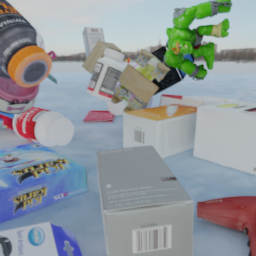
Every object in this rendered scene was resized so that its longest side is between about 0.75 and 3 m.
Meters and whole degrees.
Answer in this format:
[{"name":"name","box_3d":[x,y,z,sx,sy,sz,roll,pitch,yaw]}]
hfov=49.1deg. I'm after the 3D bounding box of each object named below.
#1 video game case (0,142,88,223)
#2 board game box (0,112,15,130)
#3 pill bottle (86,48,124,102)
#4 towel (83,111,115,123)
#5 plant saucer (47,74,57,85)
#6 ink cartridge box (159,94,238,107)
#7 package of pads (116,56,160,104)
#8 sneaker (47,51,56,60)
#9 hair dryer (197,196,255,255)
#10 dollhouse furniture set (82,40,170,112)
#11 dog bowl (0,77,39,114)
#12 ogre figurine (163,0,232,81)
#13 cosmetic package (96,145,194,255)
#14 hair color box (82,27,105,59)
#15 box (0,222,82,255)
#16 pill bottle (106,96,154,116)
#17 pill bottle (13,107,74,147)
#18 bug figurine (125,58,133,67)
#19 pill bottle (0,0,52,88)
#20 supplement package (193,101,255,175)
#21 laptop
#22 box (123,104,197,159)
[{"name":"video game case","box_3d":[-2.814,1.135,6.318,2.865,0.651,2.597,-13,20,-40]},{"name":"board game box","box_3d":[-5.030,-0.364,11.114,2.200,0.542,2.784,25,-5,-41]},{"name":"pill bottle","box_3d":[-0.559,-1.369,7.236,0.691,1.248,0.691,22,7,-3]},{"name":"towel","box_3d":[-1.377,-0.571,13.641,1.411,0.219,1.952,-1,15,1]},{"name":"plant saucer","box_3d":[-3.167,-2.082,10.736,1.157,0.158,1.157,36,-4,3]},{"name":"ink cartridge box","box_3d":[2.951,-0.676,11.527,2.863,1.226,2.113,-6,15,-42]},{"name":"package of pads","box_3d":[0.342,-1.873,10.775,0.673,1.973,1.524,41,1,-17]},{"name":"sneaker","box_3d":[-3.441,-2.811,11.395,0.447,0.412,1.014,-3,24,44]},{"name":"hair dryer","box_3d":[2.056,1.648,4.428,1.775,0.633,2.330,-12,18,-34]},{"name":"dollhouse furniture set","box_3d":[-0.116,-1.712,9.080,2.237,1.961,1.486,40,20,4]},{"name":"dog bowl","box_3d":[-3.099,-1.221,7.389,1.648,1.648,0.608,-17,-13,-48]},{"name":"ogre figurine","box_3d":[2.057,-2.737,8.884,1.656,1.355,2.762,3,-24,-4]},{"name":"cosmetic package","box_3d":[0.138,1.226,5.132,1.347,1.137,2.521,-6,18,-9]},{"name":"hair color box","box_3d":[-1.373,-3.359,11.637,0.778,1.572,0.477,-5,-11,-24]},{"name":"box","box_3d":[-1.863,1.965,3.500,2.561,0.531,1.525,-3,15,-22]},{"name":"pill bottle","box_3d":[0.117,-1.388,14.404,1.392,1.392,2.446,11,17,36]},{"name":"pill bottle","box_3d":[-2.906,-0.037,9.648,2.154,1.209,1.209,12,19,39]},{"name":"bug figurine","box_3d":[0.243,-3.096,13.482,0.840,0.652,0.216,-10,40,-29]},{"name":"pill bottle","box_3d":[-2.609,-1.880,5.840,2.356,1.251,1.251,44,33,17]},{"name":"supplement package","box_3d":[3.395,0.144,8.241,2.127,1.564,2.034,-12,19,-42]},{"name":"laptop","box_3d":[1.447,-2.697,11.277,2.115,1.875,1.092,-27,-22,16]},{"name":"box","box_3d":[1.283,0.025,9.344,2.541,1.239,1.581,-12,19,-39]}]
